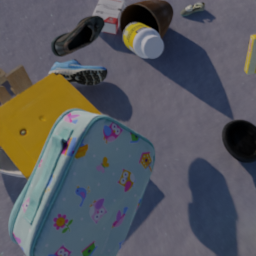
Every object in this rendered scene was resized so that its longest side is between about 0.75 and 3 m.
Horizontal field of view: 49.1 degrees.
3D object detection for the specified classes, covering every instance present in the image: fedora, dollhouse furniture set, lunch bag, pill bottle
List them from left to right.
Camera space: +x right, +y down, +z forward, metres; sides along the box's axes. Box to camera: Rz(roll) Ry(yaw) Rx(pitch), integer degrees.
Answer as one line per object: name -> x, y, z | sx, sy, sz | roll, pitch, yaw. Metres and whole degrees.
dollhouse furniture set -> -4.591, -1.668, 9.639 | 1.767, 1.440, 1.680 | 40, 70, 18
lunch bag -> -0.798, 1.127, 5.471 | 1.125, 2.340, 2.918 | 14, 79, 46
pill bottle -> 0.315, -1.785, 5.774 | 0.594, 0.594, 1.061 | -21, 35, -10
fedora -> 3.600, 0.489, 8.984 | 1.457, 0.665, 1.457 | 0, 66, -1

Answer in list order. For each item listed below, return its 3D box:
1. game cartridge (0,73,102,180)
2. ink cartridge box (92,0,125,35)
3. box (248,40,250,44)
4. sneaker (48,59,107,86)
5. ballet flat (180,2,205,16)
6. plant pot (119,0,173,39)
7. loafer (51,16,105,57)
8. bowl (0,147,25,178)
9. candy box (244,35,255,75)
game cartridge -> -2.581, -0.186, 8.610 | 2.863, 0.464, 2.524 | -39, 70, -20
ink cartridge box -> -0.806, -4.695, 11.629 | 1.069, 0.603, 1.456 | 14, 64, 7
box -> 5.991, -3.054, 10.753 | 2.173, 0.392, 1.553 | -9, 51, -2
sneaker -> -1.821, -2.169, 10.255 | 2.141, 0.839, 0.963 | 2, 60, 1
ballet flat -> 2.765, -5.135, 11.992 | 1.129, 0.360, 0.381 | -18, 65, -9
plant pot -> 0.941, -4.206, 10.915 | 1.784, 1.784, 1.908 | 34, 53, 16
loafer -> -1.304, -2.692, 8.254 | 0.655, 0.748, 2.082 | 13, 47, 39
bowl -> -3.360, 0.533, 8.899 | 2.143, 0.800, 2.140 | 12, 64, 5
candy box -> 3.827, -1.900, 6.692 | 1.928, 0.986, 0.255 | -10, 46, 0
